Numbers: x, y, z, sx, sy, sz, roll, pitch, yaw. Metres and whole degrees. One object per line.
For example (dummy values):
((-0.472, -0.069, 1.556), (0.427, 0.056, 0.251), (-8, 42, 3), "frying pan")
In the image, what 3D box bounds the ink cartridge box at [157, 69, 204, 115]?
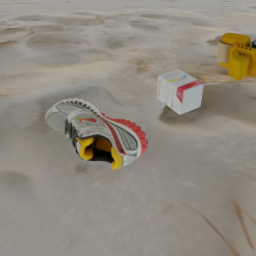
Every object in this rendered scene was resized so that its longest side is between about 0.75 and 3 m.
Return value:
((1.496, -1.089, 8.235), (0.809, 0.813, 1.118), (-22, 44, -25), "ink cartridge box")

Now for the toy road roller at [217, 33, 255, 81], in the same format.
((4.013, -2.561, 10.309), (1.454, 1.224, 1.991), (-36, 47, -27), "toy road roller")

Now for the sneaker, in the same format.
((-0.929, 0.088, 6.314), (2.643, 1.029, 1.086), (19, 38, 28), "sneaker")
